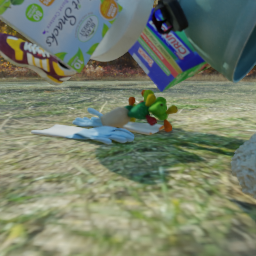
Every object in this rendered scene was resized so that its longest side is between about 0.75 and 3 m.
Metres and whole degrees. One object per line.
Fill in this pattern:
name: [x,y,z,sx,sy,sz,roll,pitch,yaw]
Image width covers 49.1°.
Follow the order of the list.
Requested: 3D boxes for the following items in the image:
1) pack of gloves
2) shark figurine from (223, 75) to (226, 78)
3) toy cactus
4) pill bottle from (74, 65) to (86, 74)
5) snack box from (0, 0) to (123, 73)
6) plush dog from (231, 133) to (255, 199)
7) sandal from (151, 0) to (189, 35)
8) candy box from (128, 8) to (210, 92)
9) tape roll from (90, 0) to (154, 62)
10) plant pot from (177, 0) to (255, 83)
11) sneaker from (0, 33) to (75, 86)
pack of gloves: [-0.789,-0.175,7.920,2.925,0.577,2.458,6,12,29]
shark figurine: [2.722,-2.731,7.598,1.042,2.497,1.492,-20,2,-38]
toy cactus: [0.207,-0.372,8.055,1.972,1.222,2.390,-20,20,-15]
pill bottle: [-2.424,-2.757,12.333,0.758,0.758,1.351,3,17,13]
snack box: [-1.540,-2.517,5.565,2.441,1.736,0.647,34,0,-32]
plush dog: [2.805,0.339,3.197,2.402,1.927,2.063,-5,36,-22]
sandal: [0.705,-2.120,5.396,0.457,0.718,1.909,-29,15,11]
candy box: [1.271,-2.354,7.776,2.405,2.034,0.926,-31,-11,-34]
tape roll: [-0.593,-3.171,7.094,2.928,2.928,0.535,11,6,43]
plant pot: [2.120,-2.641,5.680,1.938,2.893,2.893,36,26,21]
sneaker: [-2.918,-2.428,9.193,1.200,0.998,2.663,-26,-35,32]
